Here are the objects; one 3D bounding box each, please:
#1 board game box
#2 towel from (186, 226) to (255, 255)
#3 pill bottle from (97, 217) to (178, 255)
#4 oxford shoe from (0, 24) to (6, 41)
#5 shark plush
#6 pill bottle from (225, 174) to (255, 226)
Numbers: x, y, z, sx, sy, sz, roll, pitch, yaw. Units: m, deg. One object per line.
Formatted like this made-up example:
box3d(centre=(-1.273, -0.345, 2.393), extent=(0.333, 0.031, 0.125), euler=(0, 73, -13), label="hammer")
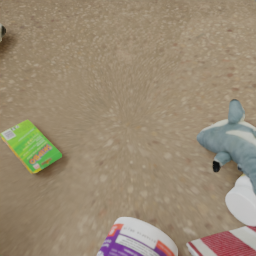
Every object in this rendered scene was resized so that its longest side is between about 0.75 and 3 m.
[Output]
box3d(centre=(-2.377, 0.453, 6.868), extent=(0.789, 0.248, 1.653), euler=(-33, 53, -29), label="board game box")
box3d(centre=(2.458, 2.062, 4.650), extent=(2.510, 1.808, 0.285), euler=(-10, 91, -9), label="towel")
box3d(centre=(-0.155, 2.594, 4.275), extent=(1.194, 1.194, 2.143), euler=(21, 53, 18), label="pill bottle")
box3d(centre=(-4.948, -3.051, 9.896), extent=(0.698, 0.908, 2.416), euler=(23, 44, -20), label="oxford shoe")
box3d(centre=(2.261, 0.644, 5.763), extent=(1.183, 1.290, 2.840), euler=(-25, 32, 12), label="shark plush")
box3d(centre=(2.837, 1.212, 5.786), extent=(1.632, 0.933, 0.933), euler=(-31, 54, -25), label="pill bottle")
